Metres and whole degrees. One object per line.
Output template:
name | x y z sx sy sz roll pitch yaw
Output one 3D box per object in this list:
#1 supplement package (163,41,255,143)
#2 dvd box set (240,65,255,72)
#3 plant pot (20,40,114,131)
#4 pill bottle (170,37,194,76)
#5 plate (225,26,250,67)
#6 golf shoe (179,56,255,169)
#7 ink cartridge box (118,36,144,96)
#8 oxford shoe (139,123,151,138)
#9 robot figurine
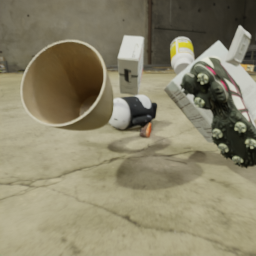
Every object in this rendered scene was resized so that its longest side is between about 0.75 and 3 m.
supplement package | 2.596 -0.966 8.570 1.772 2.335 1.759 -41 -1 -2
dvd box set | 4.876 -2.385 11.236 1.206 0.242 1.649 0 15 -21
plant pot | -1.436 -0.903 8.616 2.472 2.472 2.639 5 -13 16
pill bottle | 2.168 -2.817 11.216 0.907 0.907 1.614 1 50 5
plate | 2.488 -1.776 6.235 0.127 0.788 0.786 28 18 35
golf shoe | 2.472 -0.392 6.634 1.117 2.895 1.275 -18 19 51
ink cartridge box | 0.098 -1.891 8.586 0.618 1.476 1.065 8 55 6
oxford shoe | 0.882 0.081 14.284 0.521 0.509 1.429 -1 16 12
robot figurine | 0.212 -0.830 15.220 2.824 1.762 2.122 -11 -10 -31
